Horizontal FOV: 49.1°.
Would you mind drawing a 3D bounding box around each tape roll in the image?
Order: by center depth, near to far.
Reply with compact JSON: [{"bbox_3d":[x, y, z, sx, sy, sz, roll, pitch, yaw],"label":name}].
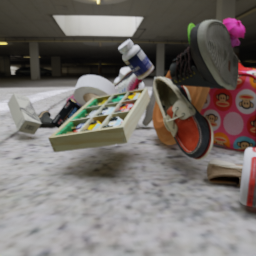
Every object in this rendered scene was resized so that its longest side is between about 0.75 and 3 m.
[{"bbox_3d":[-1.003,-1.026,8.666,1.314,0.459,1.314,11,-31,7],"label":"tape roll"}]

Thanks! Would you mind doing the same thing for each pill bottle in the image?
[{"bbox_3d":[2.593,0.853,4.233,1.622,0.940,0.940,6,13,24],"label":"pill bottle"},{"bbox_3d":[0.192,-1.854,7.568,0.556,1.001,0.556,-34,22,16],"label":"pill bottle"},{"bbox_3d":[-0.036,-1.228,11.206,1.206,2.208,1.206,6,36,-5],"label":"pill bottle"}]

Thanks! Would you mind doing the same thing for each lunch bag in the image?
[{"bbox_3d":[2.741,-0.803,8.362,1.200,2.581,2.930,-18,22,-36],"label":"lunch bag"}]

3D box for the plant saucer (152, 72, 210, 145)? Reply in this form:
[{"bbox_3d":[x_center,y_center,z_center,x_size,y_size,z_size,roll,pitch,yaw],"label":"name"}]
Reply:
[{"bbox_3d":[1.461,-0.977,8.353,0.558,2.984,2.984,21,7,-12],"label":"plant saucer"}]

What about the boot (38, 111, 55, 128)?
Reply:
[{"bbox_3d":[-3.252,-0.301,11.635,0.950,0.532,1.373,6,25,6],"label":"boot"}]

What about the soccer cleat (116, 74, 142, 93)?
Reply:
[{"bbox_3d":[-0.059,-1.292,9.074,0.711,1.646,0.575,33,49,6],"label":"soccer cleat"}]

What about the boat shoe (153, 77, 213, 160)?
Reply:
[{"bbox_3d":[1.139,-0.306,6.293,0.761,0.866,2.433,25,34,-31],"label":"boat shoe"}]

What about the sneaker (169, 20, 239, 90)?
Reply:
[{"bbox_3d":[1.276,-1.210,5.421,1.338,0.942,2.519,4,-5,28],"label":"sneaker"}]

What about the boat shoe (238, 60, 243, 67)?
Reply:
[{"bbox_3d":[3.214,-1.889,8.327,0.927,0.326,0.326,32,-7,-33],"label":"boat shoe"}]

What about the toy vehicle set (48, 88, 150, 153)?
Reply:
[{"bbox_3d":[-0.513,-0.276,6.611,1.644,0.351,2.646,-9,21,18],"label":"toy vehicle set"}]

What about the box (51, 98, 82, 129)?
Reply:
[{"bbox_3d":[-1.867,-0.324,9.072,0.813,1.023,0.235,39,11,-10],"label":"box"}]

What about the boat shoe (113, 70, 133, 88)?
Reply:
[{"bbox_3d":[-0.009,-1.520,9.890,1.943,0.608,0.692,-33,-14,24],"label":"boat shoe"}]

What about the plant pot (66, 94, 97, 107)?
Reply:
[{"bbox_3d":[-2.215,-1.185,13.758,1.418,1.584,1.584,-12,2,34],"label":"plant pot"}]

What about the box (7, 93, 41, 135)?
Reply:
[{"bbox_3d":[-3.535,-0.484,9.480,0.633,0.527,1.540,16,29,-49],"label":"box"}]

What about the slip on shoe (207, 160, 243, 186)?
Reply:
[{"bbox_3d":[2.170,0.934,5.336,1.307,0.497,0.396,11,53,14],"label":"slip on shoe"}]

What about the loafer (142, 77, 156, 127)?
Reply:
[{"bbox_3d":[0.929,-1.010,10.926,0.681,1.950,0.682,24,5,6],"label":"loafer"}]

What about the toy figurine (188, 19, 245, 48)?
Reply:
[{"bbox_3d":[2.123,-2.007,6.455,1.112,0.907,1.209,-10,-36,32],"label":"toy figurine"}]
